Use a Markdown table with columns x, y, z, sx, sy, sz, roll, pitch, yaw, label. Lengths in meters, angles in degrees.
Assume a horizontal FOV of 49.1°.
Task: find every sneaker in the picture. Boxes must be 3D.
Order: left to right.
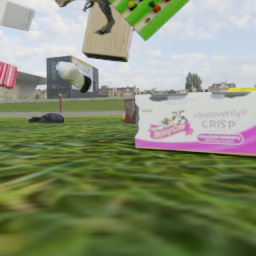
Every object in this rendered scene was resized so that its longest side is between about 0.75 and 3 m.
| x | y | z | sx | sy | sz | roll | pitch | yaw | label |
| --- | --- | --- | --- | --- | --- | --- | --- | --- | --- |
| -1.924 | -1.862 | 10.232 | 0.695 | 0.689 | 1.917 | 41 | 0 | 24 | sneaker |

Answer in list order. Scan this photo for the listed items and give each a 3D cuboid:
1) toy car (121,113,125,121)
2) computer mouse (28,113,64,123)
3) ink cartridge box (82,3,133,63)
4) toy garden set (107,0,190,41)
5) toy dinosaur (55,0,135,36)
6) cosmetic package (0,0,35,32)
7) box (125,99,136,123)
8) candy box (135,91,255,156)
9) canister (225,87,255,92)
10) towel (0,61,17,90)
| x | y | z | sx | sy | sz | roll | pitch | yaw | label |
| --- | --- | --- | --- | --- | --- | --- | --- | --- | --- |
| 0.467 | -0.708 | 17.045 | 1.735 | 0.577 | 0.851 | -1 | 3 | -3 | toy car |
| -3.809 | -0.484 | 13.453 | 1.862 | 0.491 | 1.290 | 2 | 3 | 39 | computer mouse |
| -0.669 | -3.503 | 10.199 | 1.641 | 1.992 | 0.748 | 10 | -4 | 9 | ink cartridge box |
| 0.426 | -2.565 | 4.656 | 0.403 | 1.684 | 2.020 | 38 | 17 | -44 | toy garden set |
| -0.219 | -2.651 | 5.911 | 2.794 | 1.231 | 0.663 | -8 | 8 | 4 | toy dinosaur |
| -3.630 | -3.456 | 8.164 | 1.188 | 0.732 | 1.192 | 31 | 18 | 13 | cosmetic package |
| 0.821 | -0.761 | 12.758 | 0.850 | 1.136 | 2.269 | -3 | 3 | -40 | box |
| 1.309 | -0.113 | 4.078 | 1.568 | 0.701 | 2.299 | 2 | 3 | 31 | candy box |
| 3.057 | -0.629 | 9.570 | 2.077 | 1.210 | 2.796 | -2 | 2 | -33 | canister |
| -3.656 | -1.506 | 7.136 | 1.512 | 0.170 | 1.093 | 15 | 36 | -27 | towel |
